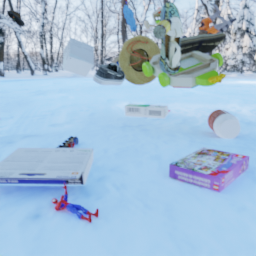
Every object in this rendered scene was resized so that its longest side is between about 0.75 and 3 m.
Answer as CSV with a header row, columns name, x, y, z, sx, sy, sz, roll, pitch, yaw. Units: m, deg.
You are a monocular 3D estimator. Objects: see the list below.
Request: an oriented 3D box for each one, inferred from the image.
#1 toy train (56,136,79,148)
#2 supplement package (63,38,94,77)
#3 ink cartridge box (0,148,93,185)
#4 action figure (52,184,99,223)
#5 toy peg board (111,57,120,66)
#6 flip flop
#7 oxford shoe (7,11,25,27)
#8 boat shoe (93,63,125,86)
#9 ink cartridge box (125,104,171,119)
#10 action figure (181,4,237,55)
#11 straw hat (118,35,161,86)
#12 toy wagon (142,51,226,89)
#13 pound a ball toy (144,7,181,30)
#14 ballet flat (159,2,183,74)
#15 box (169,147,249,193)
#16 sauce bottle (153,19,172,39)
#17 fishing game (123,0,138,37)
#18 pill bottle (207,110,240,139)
name,x,y,z,sx,sy,sz,roll,pitch,yaw
toy train,-1.610,0.462,7.584,0.303,0.226,1.323,5,14,6
supplement package,-1.930,-2.718,10.857,1.001,1.047,0.770,14,-37,-27
ink cartridge box,-1.686,0.827,5.623,1.803,0.367,1.807,0,13,2
action figure,-0.862,1.124,4.292,0.851,0.421,0.278,5,13,31
toy peg board,-0.138,-2.629,11.681,1.303,0.637,1.298,-36,5,-26
flip flop,2.057,-2.577,8.205,1.951,0.562,0.791,-13,-19,-22
oxford shoe,-4.402,-4.415,11.209,0.917,0.333,0.387,45,51,9
boat shoe,-0.408,-1.522,7.789,0.557,0.548,1.546,34,24,9
ink cartridge box,0.988,-0.901,12.985,1.780,0.554,2.211,4,15,16
action figure,3.291,-3.382,11.723,1.487,2.749,2.842,9,41,-19
straw hat,0.396,-2.665,10.915,1.879,1.879,0.795,-4,23,-15
toy wagon,1.940,-1.894,9.083,2.268,0.578,2.923,-23,39,-16
pound a ball toy,0.889,-3.003,7.557,0.634,0.413,0.972,-16,9,43
ballet flat,1.087,-2.097,6.716,0.621,1.673,0.621,-4,31,2
box,1.722,0.806,5.847,1.082,0.309,1.581,11,17,39
sauce bottle,0.749,-2.104,5.860,0.280,0.280,0.867,5,33,21
fishing game,0.113,-4.167,10.647,0.225,1.039,1.450,-27,-24,-10
pill bottle,3.021,-0.106,8.832,0.784,0.784,1.398,1,13,4
